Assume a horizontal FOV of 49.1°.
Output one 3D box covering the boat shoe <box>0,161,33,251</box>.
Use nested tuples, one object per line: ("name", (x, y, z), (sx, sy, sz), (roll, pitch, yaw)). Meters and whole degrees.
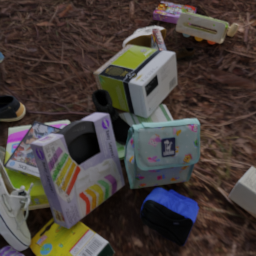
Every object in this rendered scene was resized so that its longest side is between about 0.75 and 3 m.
("boat shoe", (-2.686, 1.671, 6.580), (1.028, 0.891, 2.412), (-28, 99, -13))

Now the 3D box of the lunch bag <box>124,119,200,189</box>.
("lunch bag", (0.879, 0.625, 7.575), (1.823, 2.140, 1.305), (-5, 50, -11))

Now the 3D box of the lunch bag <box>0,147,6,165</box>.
("lunch bag", (-4.621, 1.477, 7.267), (2.409, 1.417, 1.976), (-24, 50, 18))

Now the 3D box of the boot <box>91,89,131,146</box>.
("boot", (-0.437, -0.305, 8.582), (1.735, 1.297, 0.653), (36, 63, 26))

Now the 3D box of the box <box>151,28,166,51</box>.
("box", (1.206, -3.145, 11.346), (0.306, 1.050, 1.534), (-5, 52, -5))

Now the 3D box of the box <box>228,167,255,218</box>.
("box", (3.769, 2.001, 7.343), (0.909, 0.744, 1.914), (-29, 55, -36))

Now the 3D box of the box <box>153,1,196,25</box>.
("box", (2.295, -5.640, 13.759), (1.876, 0.367, 1.283), (16, 53, 12))

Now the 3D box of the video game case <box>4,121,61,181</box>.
("video game case", (-2.354, 0.622, 7.686), (1.426, 0.201, 1.578), (15, 57, 15))

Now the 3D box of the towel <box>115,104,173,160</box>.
("towel", (0.385, 0.138, 9.254), (2.406, 0.369, 1.795), (-15, 51, -9))

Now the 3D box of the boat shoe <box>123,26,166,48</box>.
("boat shoe", (0.574, -3.840, 12.084), (2.380, 0.843, 0.825), (-29, 54, -33))

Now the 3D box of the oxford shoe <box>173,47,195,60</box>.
("oxford shoe", (2.191, -3.169, 11.717), (1.223, 0.516, 0.444), (-12, 54, -7))

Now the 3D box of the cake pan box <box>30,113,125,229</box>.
("cake pan box", (-1.137, 0.932, 7.010), (0.601, 2.296, 2.115), (5, 24, 40))

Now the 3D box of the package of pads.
("package of pads", (-2.470, 1.041, 8.134), (1.992, 0.879, 2.579), (-8, 53, -4))

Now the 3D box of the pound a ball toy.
("pound a ball toy", (3.526, -4.391, 12.551), (2.396, 1.018, 1.562), (23, 30, 17))

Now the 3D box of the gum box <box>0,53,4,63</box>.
("gum box", (-5.371, -2.393, 10.654), (1.173, 0.307, 1.380), (-41, 22, -21))

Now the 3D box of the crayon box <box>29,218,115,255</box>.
("crayon box", (-1.401, 2.849, 6.639), (1.931, 0.491, 1.226), (17, 50, 44))

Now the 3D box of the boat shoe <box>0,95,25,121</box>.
("boat shoe", (-4.940, -0.660, 9.520), (2.688, 0.837, 1.003), (-4, 53, -1))

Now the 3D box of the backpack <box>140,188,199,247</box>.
("backpack", (1.026, 2.170, 7.165), (1.307, 1.062, 1.096), (21, 26, 17))

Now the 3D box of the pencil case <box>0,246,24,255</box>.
("pencil case", (-2.432, 3.375, 6.474), (1.519, 0.637, 0.649), (25, 80, 20))

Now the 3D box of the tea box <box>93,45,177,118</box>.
("tea box", (0.308, -1.699, 9.747), (2.033, 1.381, 2.066), (22, 53, 32))
